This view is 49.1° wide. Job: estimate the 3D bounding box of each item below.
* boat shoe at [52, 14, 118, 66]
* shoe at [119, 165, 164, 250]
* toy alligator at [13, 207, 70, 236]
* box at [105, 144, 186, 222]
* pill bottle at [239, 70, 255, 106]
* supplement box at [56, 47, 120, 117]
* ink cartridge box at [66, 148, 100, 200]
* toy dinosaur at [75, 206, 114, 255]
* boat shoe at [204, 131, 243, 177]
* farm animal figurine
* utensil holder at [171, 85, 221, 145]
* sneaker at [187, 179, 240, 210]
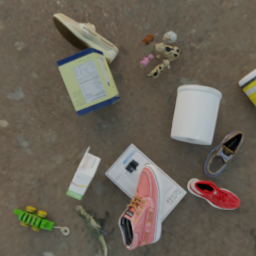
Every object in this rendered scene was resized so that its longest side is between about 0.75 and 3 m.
[{"bbox_3d":[-1.748,-3.787,11.605,2.926,1.056,0.951,36,73,-7],"label":"boat shoe"},{"bbox_3d":[0.438,2.707,9.603,1.270,0.998,2.793,-3,95,-40],"label":"shoe"},{"bbox_3d":[-3.375,3.626,10.733,2.340,0.635,0.694,21,82,3],"label":"toy alligator"},{"bbox_3d":[0.662,2.124,10.860,2.776,0.835,1.619,43,84,6],"label":"box"},{"bbox_3d":[5.724,-1.230,11.081,1.436,1.436,2.513,-34,83,-5],"label":"pill bottle"},{"bbox_3d":[-1.382,-1.717,10.486,1.365,2.034,2.032,-19,98,9],"label":"supplement box"},{"bbox_3d":[-1.592,1.676,10.306,0.604,1.051,1.795,25,126,-5],"label":"ink cartridge box"},{"bbox_3d":[-1.095,3.867,10.758,1.044,0.562,2.370,-32,83,11],"label":"toy dinosaur"},{"bbox_3d":[3.756,0.962,11.005,0.778,0.779,2.153,35,81,11],"label":"boat shoe"},{"bbox_3d":[1.388,-2.985,11.348,1.791,0.944,1.811,-13,94,-24],"label":"farm animal figurine"},{"bbox_3d":[2.588,-0.458,10.845,1.678,1.678,1.975,12,82,2],"label":"utensil holder"},{"bbox_3d":[3.346,2.587,10.593,2.116,1.222,0.829,18,82,3],"label":"sneaker"}]
